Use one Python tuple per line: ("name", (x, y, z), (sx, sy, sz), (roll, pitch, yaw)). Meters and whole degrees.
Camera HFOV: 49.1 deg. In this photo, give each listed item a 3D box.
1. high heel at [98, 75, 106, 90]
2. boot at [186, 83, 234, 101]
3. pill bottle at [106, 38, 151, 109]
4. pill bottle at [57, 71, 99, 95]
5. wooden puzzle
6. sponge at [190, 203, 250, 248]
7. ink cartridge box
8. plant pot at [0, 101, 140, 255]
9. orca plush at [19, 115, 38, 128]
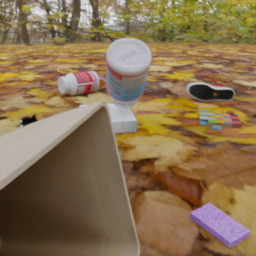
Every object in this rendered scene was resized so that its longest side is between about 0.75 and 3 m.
("high heel", (-1.667, -2.479, 14.475), (2.293, 0.772, 1.100), (0, 27, 38))
("boot", (3.486, -1.696, 12.497), (2.047, 0.741, 1.477), (7, 20, -5))
("pill bottle", (-0.055, -1.479, 8.282), (1.199, 2.204, 1.199), (2, 65, -4))
("pill bottle", (-2.301, -2.062, 13.003), (1.769, 0.993, 0.993), (-15, 26, -37))
("wooden puzzle", (3.109, -0.330, 9.619), (1.293, 0.153, 2.180), (4, 21, 11))
("sponge", (1.487, 1.578, 4.617), (0.479, 0.128, 0.859), (-13, 24, -30))
("ink cartridge box", (-0.721, -0.335, 9.263), (1.711, 0.429, 1.972), (-4, 21, -8))
("plant pot", (-1.269, 1.196, 2.949), (2.030, 2.293, 2.291), (-5, 19, 17))
("orca plush", (-2.930, -0.126, 8.595), (0.737, 0.498, 1.401), (-13, 24, -31))
